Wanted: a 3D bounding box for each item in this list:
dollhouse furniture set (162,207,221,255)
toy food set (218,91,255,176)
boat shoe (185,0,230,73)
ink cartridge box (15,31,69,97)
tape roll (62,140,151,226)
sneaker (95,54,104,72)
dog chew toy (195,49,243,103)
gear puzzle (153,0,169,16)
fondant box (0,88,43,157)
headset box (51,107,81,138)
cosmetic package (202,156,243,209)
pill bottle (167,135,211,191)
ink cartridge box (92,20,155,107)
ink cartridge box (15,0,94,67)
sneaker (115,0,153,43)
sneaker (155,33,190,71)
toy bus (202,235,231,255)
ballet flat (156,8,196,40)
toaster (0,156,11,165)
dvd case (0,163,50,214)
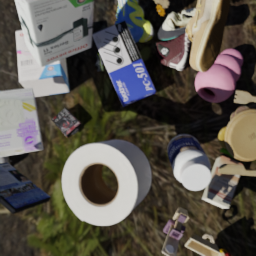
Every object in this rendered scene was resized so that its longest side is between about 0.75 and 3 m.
[{"bbox_3d":[1.666,3.081,7.154,1.570,1.244,1.114,25,39,7],"label":"dollhouse furniture set"},{"bbox_3d":[3.245,0.182,7.690,1.558,0.453,2.257,8,101,-9],"label":"toy food set"},{"bbox_3d":[2.173,-2.837,8.083,0.961,1.025,2.779,8,69,36],"label":"boat shoe"},{"bbox_3d":[-3.246,-2.637,10.762,1.542,1.502,2.399,-8,74,-2],"label":"ink cartridge box"},{"bbox_3d":[-0.478,1.256,6.877,1.896,1.302,1.896,1,93,19],"label":"tape roll"},{"bbox_3d":[-1.209,-2.650,11.415,0.322,0.294,0.796,-16,73,-1],"label":"sneaker"},{"bbox_3d":[3.587,-2.101,10.718,1.473,1.473,2.366,34,69,9],"label":"dog chew toy"},{"bbox_3d":[1.020,-4.080,8.484,0.204,1.557,0.807,-34,57,-14],"label":"gear puzzle"},{"bbox_3d":[-3.349,-0.177,8.234,1.362,0.550,1.888,-10,71,-16],"label":"fondant box"},{"bbox_3d":[-2.305,-0.159,10.642,0.735,0.371,0.989,-43,78,-11],"label":"headset box"},{"bbox_3d":[3.320,1.918,9.869,0.841,0.709,1.626,22,75,6],"label":"cosmetic package"},{"bbox_3d":[1.615,0.900,7.448,0.969,1.746,0.969,0,109,0],"label":"pill bottle"},{"bbox_3d":[-0.158,-2.433,10.772,1.385,0.651,2.947,-24,88,1],"label":"ink cartridge box"},{"bbox_3d":[-2.174,-3.380,8.558,2.032,2.772,1.152,-29,74,-19],"label":"ink cartridge box"},{"bbox_3d":[-0.154,-4.651,11.585,1.466,1.057,2.791,-28,77,-7],"label":"sneaker"},{"bbox_3d":[1.824,-3.559,11.372,1.378,0.903,2.386,12,75,6],"label":"sneaker"},{"bbox_3d":[3.098,4.518,8.959,1.837,1.006,1.947,25,104,31],"label":"toy bus"},{"bbox_3d":[2.101,-4.084,10.787,2.706,0.988,0.988,4,70,40],"label":"ballet flat"},{"bbox_3d":[-4.815,1.241,10.052,1.129,0.642,0.729,-21,77,-20],"label":"toaster"},{"bbox_3d":[-2.838,1.374,6.693,1.676,1.196,0.147,31,102,20],"label":"dvd case"}]
